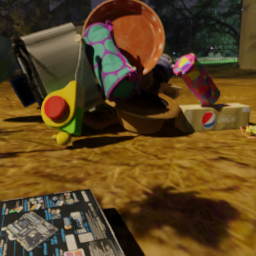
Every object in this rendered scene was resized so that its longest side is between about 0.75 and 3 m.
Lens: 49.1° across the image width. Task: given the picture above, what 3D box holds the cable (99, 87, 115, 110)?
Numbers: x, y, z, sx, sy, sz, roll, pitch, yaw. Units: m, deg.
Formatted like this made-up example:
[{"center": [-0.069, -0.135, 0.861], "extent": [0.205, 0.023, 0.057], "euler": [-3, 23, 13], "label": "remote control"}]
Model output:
[{"center": [-0.563, -1.115, 10.050], "extent": [0.980, 0.981, 0.339], "euler": [-10, -8, -33], "label": "cable"}]

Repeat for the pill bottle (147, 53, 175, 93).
[{"center": [1.105, -2.132, 11.323], "extent": [1.196, 1.196, 2.138], "euler": [6, 34, 23], "label": "pill bottle"}]

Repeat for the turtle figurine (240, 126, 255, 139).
[{"center": [3.991, 0.069, 8.570], "extent": [0.941, 0.376, 1.167], "euler": [0, 13, 0], "label": "turtle figurine"}]

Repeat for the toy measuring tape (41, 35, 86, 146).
[{"center": [-1.721, -1.006, 7.488], "extent": [1.100, 2.989, 1.100], "euler": [2, -10, 0], "label": "toy measuring tape"}]

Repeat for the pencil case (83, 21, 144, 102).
[{"center": [-0.513, -1.991, 8.361], "extent": [1.100, 1.195, 2.586], "euler": [13, 42, -47], "label": "pencil case"}]

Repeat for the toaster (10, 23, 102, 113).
[{"center": [-2.348, -1.712, 8.845], "extent": [1.772, 2.700, 2.986], "euler": [-27, 22, -18], "label": "toaster"}]

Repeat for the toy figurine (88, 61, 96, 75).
[{"center": [-1.091, -2.215, 10.583], "extent": [1.403, 1.524, 1.144], "euler": [-8, 48, -31], "label": "toy figurine"}]

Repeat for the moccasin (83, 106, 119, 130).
[{"center": [-0.791, -0.423, 9.645], "extent": [0.743, 0.784, 2.031], "euler": [39, 26, 24], "label": "moccasin"}]

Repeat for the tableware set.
[{"center": [0.830, -1.140, 10.403], "extent": [1.901, 2.276, 0.264], "euler": [16, 48, 0], "label": "tableware set"}]

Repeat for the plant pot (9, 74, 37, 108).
[{"center": [-3.912, -1.565, 11.158], "extent": [1.187, 1.187, 1.067], "euler": [-31, 14, -18], "label": "plant pot"}]

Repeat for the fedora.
[{"center": [0.383, -0.522, 9.202], "extent": [2.625, 1.071, 2.625], "euler": [8, 24, -4], "label": "fedora"}]

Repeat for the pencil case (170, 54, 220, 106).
[{"center": [2.215, -1.493, 9.053], "extent": [1.938, 0.856, 0.856], "euler": [38, -11, -33], "label": "pencil case"}]

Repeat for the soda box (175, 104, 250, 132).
[{"center": [2.879, -0.379, 9.631], "extent": [2.445, 0.783, 0.828], "euler": [-3, 13, -14], "label": "soda box"}]

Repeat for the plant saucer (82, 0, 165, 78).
[{"center": [-0.153, -2.927, 9.414], "extent": [2.733, 2.733, 0.441], "euler": [0, -1, -2], "label": "plant saucer"}]

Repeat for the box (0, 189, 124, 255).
[{"center": [-0.930, 1.295, 3.056], "extent": [1.457, 0.422, 1.833], "euler": [-5, 14, -19], "label": "box"}]

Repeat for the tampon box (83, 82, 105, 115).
[{"center": [-0.939, -1.237, 11.972], "extent": [1.681, 1.416, 2.242], "euler": [-9, 16, -34], "label": "tampon box"}]

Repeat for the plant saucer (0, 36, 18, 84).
[{"center": [-5.060, -2.130, 9.952], "extent": [2.621, 2.621, 0.505], "euler": [-13, 62, -44], "label": "plant saucer"}]

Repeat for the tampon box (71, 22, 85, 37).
[{"center": [-1.477, -3.217, 10.035], "extent": [1.264, 0.798, 0.947], "euler": [-13, -1, -27], "label": "tampon box"}]
